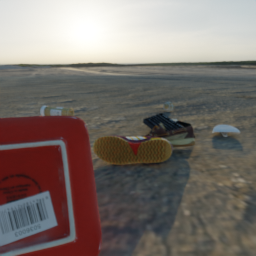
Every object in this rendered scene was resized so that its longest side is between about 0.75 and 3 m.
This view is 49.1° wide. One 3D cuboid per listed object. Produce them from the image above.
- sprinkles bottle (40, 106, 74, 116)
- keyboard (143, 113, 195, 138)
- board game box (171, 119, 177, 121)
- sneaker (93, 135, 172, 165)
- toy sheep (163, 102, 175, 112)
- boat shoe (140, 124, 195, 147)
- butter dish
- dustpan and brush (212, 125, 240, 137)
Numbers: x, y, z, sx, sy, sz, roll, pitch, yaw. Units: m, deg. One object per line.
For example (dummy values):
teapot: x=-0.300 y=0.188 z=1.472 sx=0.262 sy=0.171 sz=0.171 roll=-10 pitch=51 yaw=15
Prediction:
sprinkles bottle: x=-3.047 y=-0.655 z=12.000 sx=1.420 sy=0.485 sz=0.485 roll=6 pitch=15 yaw=21
keyboard: x=1.410 y=-0.074 z=9.253 sx=1.201 sy=0.257 sz=2.001 roll=-13 pitch=26 yaw=-19
board game box: x=1.414 y=-0.108 z=10.147 sx=0.667 sy=0.290 sz=0.903 roll=4 pitch=15 yaw=12
sneaker: x=0.118 y=0.540 z=6.883 sx=1.917 sy=0.719 sz=0.864 roll=4 pitch=0 yaw=10
toy sheep: x=1.958 y=-1.014 z=13.518 sx=0.522 sy=0.522 sz=0.757 roll=8 pitch=-3 yaw=29
boat shoe: x=0.890 y=0.204 z=7.631 sx=1.798 sy=0.647 sz=0.649 roll=-3 pitch=-6 yaw=12
butter dish: x=-1.465 y=0.880 z=3.685 sx=1.874 sy=1.869 sz=1.385 roll=-5 pitch=-8 yaw=-23
dustpan and brush: x=3.218 y=0.078 z=9.466 sx=0.839 sy=0.344 sz=1.202 roll=1 pitch=20 yaw=8
